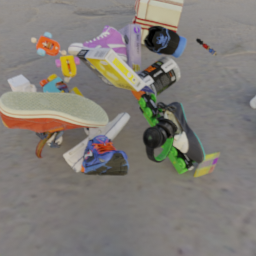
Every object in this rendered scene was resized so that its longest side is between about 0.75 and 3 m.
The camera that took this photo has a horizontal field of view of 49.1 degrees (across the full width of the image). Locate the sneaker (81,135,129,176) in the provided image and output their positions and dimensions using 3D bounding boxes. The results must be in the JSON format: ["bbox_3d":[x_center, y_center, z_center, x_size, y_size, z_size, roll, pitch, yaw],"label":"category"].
[{"bbox_3d":[-0.702,0.668,7.024,0.972,1.012,2.581,3,-7,-22],"label":"sneaker"}]

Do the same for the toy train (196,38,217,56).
[{"bbox_3d":[2.545,-2.647,9.133,0.210,0.156,0.916,1,42,-51],"label":"toy train"}]

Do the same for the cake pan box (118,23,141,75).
[{"bbox_3d":[-0.110,-3.246,12.206,0.578,2.037,2.212,-1,6,-22],"label":"cake pan box"}]

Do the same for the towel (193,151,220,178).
[{"bbox_3d":[2.306,1.082,8.265,0.691,0.962,0.110,-12,44,-19],"label":"towel"}]

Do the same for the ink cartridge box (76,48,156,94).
[{"bbox_3d":[-0.451,-1.747,9.197,0.505,2.147,2.122,-54,34,-9],"label":"ink cartridge box"}]

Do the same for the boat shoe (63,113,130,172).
[{"bbox_3d":[-0.999,0.244,8.790,0.854,0.867,2.447,45,78,3],"label":"boat shoe"}]

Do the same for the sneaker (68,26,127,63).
[{"bbox_3d":[-1.189,-3.299,10.869,2.441,1.392,0.885,-2,-1,-36],"label":"sneaker"}]

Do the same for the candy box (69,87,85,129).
[{"bbox_3d":[-1.518,-0.514,9.547,0.859,1.681,0.222,-27,10,47],"label":"candy box"}]

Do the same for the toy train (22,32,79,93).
[{"bbox_3d":[-2.757,-2.059,9.990,1.805,0.668,2.403,16,77,-11],"label":"toy train"}]

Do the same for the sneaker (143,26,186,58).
[{"bbox_3d":[1.077,-3.307,10.368,1.163,1.047,2.986,18,14,-19],"label":"sneaker"}]

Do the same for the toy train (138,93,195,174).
[{"bbox_3d":[1.149,0.145,8.916,0.606,0.819,2.905,-22,66,-20],"label":"toy train"}]

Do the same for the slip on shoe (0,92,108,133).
[{"bbox_3d":[-1.963,-0.345,7.708,2.959,0.905,1.096,2,47,-29],"label":"slip on shoe"}]

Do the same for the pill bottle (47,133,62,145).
[{"bbox_3d":[-2.630,0.169,9.662,0.527,0.527,0.947,-16,38,-18],"label":"pill bottle"}]

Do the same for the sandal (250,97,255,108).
[{"bbox_3d":[5.462,-1.195,11.572,1.340,0.545,0.329,-21,3,-23],"label":"sandal"}]

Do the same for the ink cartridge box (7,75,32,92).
[{"bbox_3d":[-3.831,-1.156,10.444,0.591,1.377,1.008,-29,38,-23],"label":"ink cartridge box"}]

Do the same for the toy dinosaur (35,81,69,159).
[{"bbox_3d":[-2.356,-0.436,8.751,2.185,1.147,1.983,-30,40,32],"label":"toy dinosaur"}]

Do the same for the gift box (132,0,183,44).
[{"bbox_3d":[1.562,-6.133,16.039,2.610,2.579,2.795,14,36,2],"label":"gift box"}]

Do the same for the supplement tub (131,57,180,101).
[{"bbox_3d":[0.989,-1.794,10.557,1.780,1.091,1.091,-37,50,-14],"label":"supplement tub"}]

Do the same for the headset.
[{"bbox_3d":[0.817,0.130,6.339,0.711,1.512,0.934,18,38,37],"label":"headset"}]

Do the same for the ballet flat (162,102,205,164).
[{"bbox_3d":[1.492,0.144,8.130,0.765,0.765,2.093,-10,59,-13],"label":"ballet flat"}]
